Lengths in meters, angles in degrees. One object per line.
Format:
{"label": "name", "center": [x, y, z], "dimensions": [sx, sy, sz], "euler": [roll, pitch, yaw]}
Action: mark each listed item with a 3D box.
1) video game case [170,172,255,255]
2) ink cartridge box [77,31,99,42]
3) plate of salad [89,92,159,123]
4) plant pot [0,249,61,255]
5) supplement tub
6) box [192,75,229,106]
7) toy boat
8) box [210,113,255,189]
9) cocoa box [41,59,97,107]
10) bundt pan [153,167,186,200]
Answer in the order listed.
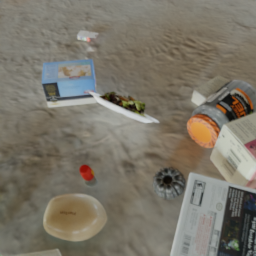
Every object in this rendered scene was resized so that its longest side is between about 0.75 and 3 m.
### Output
{"label": "video game case", "center": [2.037, 2.212, 5.889], "dimensions": [1.962, 0.252, 2.159], "euler": [14, 67, 12]}
{"label": "ink cartridge box", "center": [-1.630, -3.716, 11.382], "dimensions": [0.807, 0.203, 0.440], "euler": [12, 50, 8]}
{"label": "plate of salad", "center": [-0.068, -0.662, 7.768], "dimensions": [2.113, 2.113, 0.507], "euler": [27, 97, 21]}
{"label": "plant pot", "center": [-1.833, 2.873, 5.110], "dimensions": [1.291, 1.410, 1.410], "euler": [-7, 49, -22]}
{"label": "supplement tub", "center": [2.643, -0.382, 7.846], "dimensions": [2.005, 1.229, 1.229], "euler": [-37, 59, -26]}
{"label": "box", "center": [2.679, -1.150, 8.996], "dimensions": [1.218, 0.474, 0.579], "euler": [-30, 56, -23]}
{"label": "toy boat", "center": [-1.072, 1.713, 6.405], "dimensions": [1.423, 0.787, 1.693], "euler": [5, 58, 15]}
{"label": "box", "center": [3.469, 0.449, 6.968], "dimensions": [2.305, 1.474, 1.256], "euler": [-19, 52, -15]}
{"label": "cocoa box", "center": [-1.823, -1.416, 8.851], "dimensions": [1.575, 1.034, 1.050], "euler": [-6, 50, -5]}
{"label": "bundt pan", "center": [0.983, 1.306, 6.859], "dimensions": [0.836, 0.314, 0.836], "euler": [-9, 54, 12]}
